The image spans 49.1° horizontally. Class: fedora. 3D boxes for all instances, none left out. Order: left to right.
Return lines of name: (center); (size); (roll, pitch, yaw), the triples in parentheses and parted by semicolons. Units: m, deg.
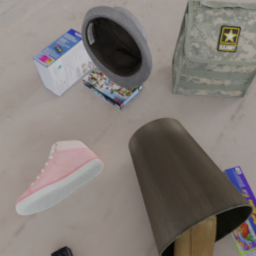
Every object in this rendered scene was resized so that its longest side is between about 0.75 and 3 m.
fedora: (-0.113, -1.663, 5.459); (1.650, 1.460, 0.745); (45, 54, -13)

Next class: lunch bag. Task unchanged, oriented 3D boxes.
lunch bag: (2.721, -2.370, 8.424); (2.453, 2.991, 1.758); (4, 59, 1)

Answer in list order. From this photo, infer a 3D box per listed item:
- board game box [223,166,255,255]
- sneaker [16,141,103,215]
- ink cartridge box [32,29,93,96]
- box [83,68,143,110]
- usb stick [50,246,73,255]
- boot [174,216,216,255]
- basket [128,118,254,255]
board game box: (2.727, 2.027, 6.802); (0.411, 1.234, 1.835); (-12, 59, -8)
sneaker: (-1.992, 1.208, 7.498); (2.438, 0.918, 1.274); (-31, 64, -22)
ink cartridge box: (-1.966, -2.246, 9.267); (0.785, 1.402, 2.055); (35, 65, 21)
box: (-0.519, -1.472, 9.443); (1.690, 0.318, 1.154); (35, 65, 19)
usb stick: (-1.239, 3.735, 6.312); (0.559, 0.329, 2.015); (-26, 62, -7)
boot: (1.106, 2.943, 6.402); (1.773, 0.669, 2.024); (11, 72, -9)
basket: (1.193, 1.274, 6.782); (1.924, 2.551, 2.829); (3, 46, -30)
